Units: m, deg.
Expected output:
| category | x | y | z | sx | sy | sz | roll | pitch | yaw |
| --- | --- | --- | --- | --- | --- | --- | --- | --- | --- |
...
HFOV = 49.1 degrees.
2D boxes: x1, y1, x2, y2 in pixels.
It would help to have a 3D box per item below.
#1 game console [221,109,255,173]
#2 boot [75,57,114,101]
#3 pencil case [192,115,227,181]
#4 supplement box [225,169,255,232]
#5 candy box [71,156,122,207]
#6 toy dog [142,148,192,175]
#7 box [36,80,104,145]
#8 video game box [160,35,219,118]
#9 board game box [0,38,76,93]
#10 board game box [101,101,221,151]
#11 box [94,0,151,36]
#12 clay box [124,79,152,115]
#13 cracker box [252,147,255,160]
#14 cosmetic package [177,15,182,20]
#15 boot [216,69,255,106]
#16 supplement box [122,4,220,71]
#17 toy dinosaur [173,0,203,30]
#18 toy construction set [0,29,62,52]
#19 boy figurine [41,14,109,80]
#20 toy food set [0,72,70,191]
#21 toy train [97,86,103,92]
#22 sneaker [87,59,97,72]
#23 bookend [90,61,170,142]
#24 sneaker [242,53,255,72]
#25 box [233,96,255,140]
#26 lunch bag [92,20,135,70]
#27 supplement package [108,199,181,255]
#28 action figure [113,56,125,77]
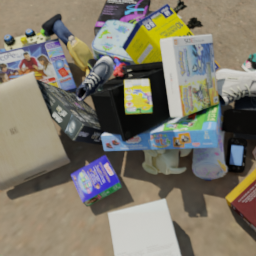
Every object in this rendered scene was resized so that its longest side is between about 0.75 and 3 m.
| category | x | y | z | sx | sy | sz | roll | pitch | yaw |
| --- | --- | --- | --- | --- | --- | --- | --- | --- | --- |
| game console | 3.086 | 0.375 | 7.687 | 1.043 | 1.768 | 0.213 | 7 | 7 | 25 |
| boot | -0.871 | -1.207 | 7.193 | 0.497 | 1.366 | 0.617 | 41 | 45 | 0 |
| pencil case | 2.334 | 0.463 | 8.004 | 0.915 | 0.839 | 2.018 | -2 | 48 | 19 |
| supplement box | 3.415 | 1.764 | 6.494 | 1.550 | 1.043 | 1.571 | -44 | 60 | -1 |
| candy box | -0.812 | 1.358 | 7.209 | 1.037 | 0.399 | 0.877 | -29 | 58 | -4 |
| toy dog | 1.210 | 0.599 | 7.760 | 1.393 | 0.972 | 1.351 | -33 | 33 | -34 |
| box | -1.532 | -0.406 | 8.146 | 2.321 | 1.859 | 0.505 | 41 | 102 | 27 |
| video game box | 1.572 | -1.323 | 6.916 | 1.669 | 1.832 | 0.429 | -19 | 15 | -37 |
| board game box | -3.392 | -1.763 | 9.446 | 2.801 | 0.483 | 1.896 | -19 | 86 | -15 |
| board game box | 0.980 | -0.071 | 7.564 | 2.827 | 0.517 | 2.138 | -5 | 21 | 22 |
| box | -0.185 | -5.037 | 12.489 | 1.997 | 0.504 | 2.793 | 9 | 57 | 8 |
| clay box | 0.188 | -0.577 | 5.497 | 0.520 | 0.215 | 0.905 | -2 | 52 | 1 |
| cracker box | 4.310 | 1.173 | 7.670 | 1.115 | 0.480 | 1.665 | -5 | 52 | -4 |
| cosmetic package | 1.966 | -4.994 | 12.745 | 0.463 | 0.327 | 0.894 | -28 | 56 | -21 |
| boot | 3.120 | -0.989 | 7.760 | 1.143 | 0.879 | 2.391 | -43 | 30 | -17 |
| supplement box | 1.316 | -2.260 | 8.898 | 1.417 | 1.426 | 2.604 | -41 | 91 | -26 |
| toy dinosaur | 1.767 | -3.721 | 10.722 | 1.320 | 1.754 | 2.585 | 39 | 33 | -18 |
| toy construction set | -3.852 | -2.888 | 10.513 | 2.687 | 1.238 | 1.762 | -11 | 59 | -18 |
| boy figurine | -1.781 | -2.542 | 9.895 | 0.911 | 1.758 | 2.828 | -39 | 95 | -12 |
| toy food set | -2.936 | 0.075 | 7.466 | 1.936 | 0.815 | 2.699 | -22 | 94 | -8 |
| toy train | -0.580 | -1.151 | 9.570 | 1.234 | 0.526 | 0.703 | -14 | 65 | -13 |
| sneaker | -1.019 | -1.759 | 9.080 | 0.407 | 0.470 | 1.136 | -10 | 55 | -23 |
| bookend | -0.025 | -0.887 | 7.753 | 2.711 | 1.256 | 2.728 | -27 | 21 | -32 |
| sneaker | 3.845 | -1.933 | 8.484 | 0.409 | 0.590 | 0.977 | 20 | 29 | -11 |
| box | 4.055 | -0.699 | 8.478 | 1.512 | 1.091 | 2.037 | 2 | 46 | 26 |
| lunch bag | -0.186 | -3.127 | 10.751 | 2.200 | 0.907 | 1.769 | 17 | 65 | 13 |
| supplement package | 0.391 | 2.459 | 6.038 | 1.307 | 1.005 | 1.367 | -15 | 60 | 3 |
| action figure | -0.306 | -1.834 | 8.611 | 0.349 | 0.442 | 1.351 | 32 | 21 | -22 |
